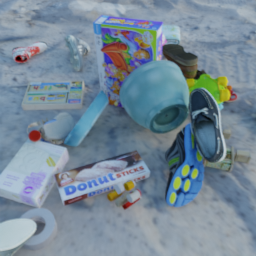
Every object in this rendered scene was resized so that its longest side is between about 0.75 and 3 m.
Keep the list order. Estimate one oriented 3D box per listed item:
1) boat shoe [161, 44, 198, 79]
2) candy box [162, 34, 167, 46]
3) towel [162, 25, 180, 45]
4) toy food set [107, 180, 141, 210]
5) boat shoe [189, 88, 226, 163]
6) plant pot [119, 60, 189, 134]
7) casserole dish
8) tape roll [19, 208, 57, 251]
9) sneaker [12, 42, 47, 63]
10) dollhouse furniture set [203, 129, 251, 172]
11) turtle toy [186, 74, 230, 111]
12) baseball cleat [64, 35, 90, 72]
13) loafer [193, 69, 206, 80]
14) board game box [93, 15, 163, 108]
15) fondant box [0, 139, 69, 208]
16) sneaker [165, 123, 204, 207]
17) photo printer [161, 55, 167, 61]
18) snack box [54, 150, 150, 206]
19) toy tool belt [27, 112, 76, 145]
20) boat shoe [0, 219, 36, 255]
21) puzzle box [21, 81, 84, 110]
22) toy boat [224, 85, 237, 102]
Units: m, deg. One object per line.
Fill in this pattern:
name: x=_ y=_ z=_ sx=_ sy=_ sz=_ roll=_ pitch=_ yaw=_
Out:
boat shoe: x=1.895 y=-2.612 z=10.898 sx=0.868 sy=0.820 sz=2.413 roll=-13 pitch=34 yaw=-7
candy box: x=0.786 y=-3.110 z=10.719 sx=1.226 sy=0.374 sz=0.836 roll=-19 pitch=17 yaw=30
towel: x=1.609 y=-4.573 z=13.679 sx=1.842 sy=0.443 sz=1.576 roll=5 pitch=46 yaw=4
toy food set: x=0.013 y=1.628 z=7.088 sx=0.584 sy=1.298 sz=0.620 roll=-26 pitch=74 yaw=-36
boat shoe: x=2.070 y=-0.143 z=7.517 sx=0.815 sy=0.650 sz=2.154 roll=-26 pitch=69 yaw=29
plant pot: x=0.985 y=-0.754 z=8.744 sx=2.207 sy=2.207 sz=1.478 roll=-14 pitch=52 yaw=-13
casserole dish: x=-1.263 y=-0.258 z=8.889 sx=0.433 sy=1.351 sz=2.231 roll=35 pitch=51 yaw=-8
tape roll: x=-2.226 y=2.449 z=6.812 sx=0.942 sy=0.311 sz=0.942 roll=-1 pitch=45 yaw=1
sneaker: x=-4.312 y=-3.300 z=12.375 sx=1.559 sy=0.521 sz=0.835 roll=-15 pitch=48 yaw=-9
dollhouse furniture set: x=2.903 y=0.665 z=7.966 sx=1.331 sy=1.177 sz=0.740 roll=10 pitch=46 yaw=11
turtle toy: x=2.760 y=-1.227 z=9.921 sx=1.481 sy=1.027 sz=2.033 roll=-2 pitch=42 yaw=15
baseball cleat: x=-2.067 y=-3.274 z=12.195 sx=1.119 sy=0.733 sz=2.103 roll=0 pitch=56 yaw=-36
loafer: x=2.889 y=-2.010 z=11.079 sx=1.464 sy=0.522 sz=0.534 roll=32 pitch=53 yaw=27
board game box: x=0.036 y=-2.009 z=9.250 sx=2.014 sy=2.996 sz=0.671 roll=12 pitch=44 yaw=17
fondant box: x=-2.662 y=1.215 z=7.889 sx=1.292 sy=0.522 sz=1.791 roll=13 pitch=48 yaw=12
sneaker: x=1.534 y=1.055 z=7.870 sx=0.880 sy=1.028 sz=2.481 roll=27 pitch=60 yaw=-16
photo printer: x=0.338 y=-2.723 z=11.643 sx=2.019 sy=0.701 sz=1.680 roll=27 pitch=49 yaw=24
snack box: x=-0.687 y=1.319 z=7.710 sx=2.471 sy=0.300 sz=0.888 roll=-15 pitch=48 yaw=-21
toy tool belt: x=-2.421 y=0.114 z=8.773 sx=1.513 sy=0.930 sz=0.945 roll=-23 pitch=92 yaw=-28
boat shoe: x=-2.897 y=2.670 z=5.986 sx=0.733 sy=0.622 sz=2.013 roll=28 pitch=33 yaw=28
puzzle box: x=-2.761 y=-1.242 z=10.498 sx=2.141 sy=0.272 sz=1.425 roll=-2 pitch=46 yaw=-2
toy boat: x=3.719 y=-1.366 z=10.442 sx=0.520 sy=0.521 sz=0.797 roll=-14 pitch=47 yaw=-13
